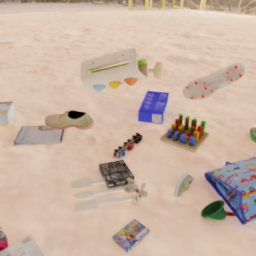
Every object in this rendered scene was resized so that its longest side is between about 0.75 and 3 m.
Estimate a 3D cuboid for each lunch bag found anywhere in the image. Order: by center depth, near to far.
[{"bbox_3d":[3.730,1.622,8.943,1.880,1.175,2.497,-18,19,-6],"label":"lunch bag"}]

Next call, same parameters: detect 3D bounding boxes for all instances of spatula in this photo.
[{"bbox_3d":[-0.818,2.065,9.287,2.043,0.164,1.421,-8,30,-13],"label":"spatula"}]

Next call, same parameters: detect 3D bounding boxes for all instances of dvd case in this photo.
[{"bbox_3d":[-3.835,0.288,12.272,1.954,0.171,1.394,-2,31,-4],"label":"dvd case"}]

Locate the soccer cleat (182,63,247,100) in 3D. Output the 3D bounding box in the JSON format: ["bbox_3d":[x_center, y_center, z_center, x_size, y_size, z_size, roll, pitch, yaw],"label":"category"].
[{"bbox_3d":[2.632,-1.394,8.582,1.990,0.690,0.772,-23,8,28],"label":"soccer cleat"}]

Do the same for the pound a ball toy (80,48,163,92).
[{"bbox_3d":[-0.195,-2.120,11.471,2.952,1.254,1.925,-7,-13,25],"label":"pound a ball toy"}]

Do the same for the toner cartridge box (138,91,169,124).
[{"bbox_3d":[1.328,-1.102,14.237,1.227,0.558,2.583,8,32,11],"label":"toner cartridge box"}]

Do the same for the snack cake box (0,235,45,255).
[{"bbox_3d":[-2.817,3.397,6.659,1.568,0.527,0.902,-24,40,-34],"label":"snack cake box"}]

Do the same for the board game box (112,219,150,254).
[{"bbox_3d":[0.087,2.966,7.754,0.606,0.154,0.895,27,40,37],"label":"board game box"}]

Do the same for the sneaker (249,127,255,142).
[{"bbox_3d":[5.770,0.372,11.618,0.639,0.697,1.637,-14,33,-21],"label":"sneaker"}]

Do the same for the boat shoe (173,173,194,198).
[{"bbox_3d":[1.856,1.898,9.289,0.394,0.458,1.271,16,32,23],"label":"boat shoe"}]

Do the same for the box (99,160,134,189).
[{"bbox_3d":[-0.428,1.595,9.850,0.959,0.261,1.197,-10,27,-19],"label":"box"}]

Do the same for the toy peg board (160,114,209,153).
[{"bbox_3d":[2.455,0.121,11.953,1.605,0.785,1.599,19,35,30],"label":"toy peg board"}]

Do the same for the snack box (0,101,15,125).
[{"bbox_3d":[-6.547,-0.677,13.463,1.811,0.613,1.527,-5,30,-7],"label":"snack box"}]

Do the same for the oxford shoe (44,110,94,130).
[{"bbox_3d":[-1.970,-0.342,9.015,1.722,0.635,0.609,-1,51,15],"label":"oxford shoe"}]

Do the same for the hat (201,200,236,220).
[{"bbox_3d":[2.757,2.675,8.295,0.918,0.808,0.760,-33,4,30],"label":"hat"}]

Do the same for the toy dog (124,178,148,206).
[{"bbox_3d":[0.307,2.012,9.081,0.476,0.652,0.989,16,23,-43],"label":"toy dog"}]

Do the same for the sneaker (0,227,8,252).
[{"bbox_3d":[-4.017,3.132,6.824,2.064,0.832,0.771,-25,41,-36],"label":"sneaker"}]

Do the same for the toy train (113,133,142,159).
[{"bbox_3d":[0.026,0.731,11.414,0.436,0.324,1.902,30,39,22],"label":"toy train"}]
